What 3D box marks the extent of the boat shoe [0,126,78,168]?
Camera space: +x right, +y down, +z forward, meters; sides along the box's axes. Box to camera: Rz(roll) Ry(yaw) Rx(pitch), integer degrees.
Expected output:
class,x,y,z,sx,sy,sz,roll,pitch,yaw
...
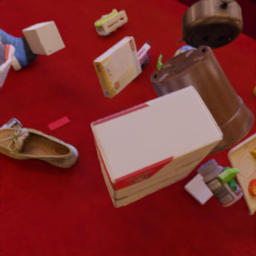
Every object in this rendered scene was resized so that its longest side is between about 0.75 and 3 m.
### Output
class,x,y,z,sx,sy,sz,roll,pitch,yaw
boat shoe,-3.166,0.538,9.391,2.995,0.939,1.098,11,69,2

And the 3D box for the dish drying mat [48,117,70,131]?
class,x,y,z,sx,sy,sz,roll,pitch,yaw
dish drying mat,-2.634,-0.155,10.646,0.795,0.072,0.305,-29,59,-21

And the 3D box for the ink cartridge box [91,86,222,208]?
class,x,y,z,sx,sy,sz,roll,pitch,yaw
ink cartridge box,0.453,0.620,6.183,2.121,2.920,1.217,-21,69,-11

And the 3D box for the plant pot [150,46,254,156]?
class,x,y,z,sx,sy,sz,roll,pitch,yaw
plant pot,1.761,-0.767,7.197,2.151,2.129,2.151,-28,22,12

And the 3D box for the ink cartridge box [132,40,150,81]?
class,x,y,z,sx,sy,sz,roll,pitch,yaw
ink cartridge box,0.572,-2.952,12.194,0.341,0.869,1.836,23,57,16

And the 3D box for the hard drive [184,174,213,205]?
class,x,y,z,sx,sy,sz,roll,pitch,yaw
hard drive,2.501,1.856,9.120,1.158,0.147,0.764,-35,61,-23

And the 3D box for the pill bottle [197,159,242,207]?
class,x,y,z,sx,sy,sz,roll,pitch,yaw
pill bottle,2.452,1.466,7.561,0.665,0.665,1.168,-33,80,-22

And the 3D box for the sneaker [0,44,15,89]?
class,x,y,z,sx,sy,sz,roll,pitch,yaw
sneaker,-3.774,-1.784,7.666,0.972,0.915,2.374,22,21,-28

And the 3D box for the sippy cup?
class,x,y,z,sx,sy,sz,roll,pitch,yaw
sippy cup,2.445,-2.474,11.476,2.218,1.742,1.625,39,39,-23

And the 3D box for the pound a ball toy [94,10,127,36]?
class,x,y,z,sx,sy,sz,roll,pitch,yaw
pound a ball toy,-0.865,-5.292,14.120,1.773,0.753,1.156,-41,38,-25

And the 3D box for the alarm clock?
class,x,y,z,sx,sy,sz,roll,pitch,yaw
alarm clock,2.942,-3.613,9.538,2.016,2.989,0.995,1,72,-5

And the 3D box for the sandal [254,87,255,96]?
class,x,y,z,sx,sy,sz,roll,pitch,yaw
sandal,5.798,-1.148,11.047,0.716,0.654,1.645,-18,57,-18

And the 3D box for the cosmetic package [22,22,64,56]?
class,x,y,z,sx,sy,sz,roll,pitch,yaw
cosmetic package,-3.244,-3.375,10.614,0.791,1.004,1.866,-33,32,-23

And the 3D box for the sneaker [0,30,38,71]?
class,x,y,z,sx,sy,sz,roll,pitch,yaw
sneaker,-5.029,-3.795,12.721,1.403,0.968,2.521,-31,63,-14

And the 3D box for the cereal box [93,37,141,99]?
class,x,y,z,sx,sy,sz,roll,pitch,yaw
cereal box,-0.285,-1.954,9.010,0.352,1.282,1.781,12,44,35

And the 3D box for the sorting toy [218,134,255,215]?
class,x,y,z,sx,sy,sz,roll,pitch,yaw
sorting toy,2.723,1.096,6.232,2.083,0.307,1.540,-21,93,-39

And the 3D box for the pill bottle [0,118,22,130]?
class,x,y,z,sx,sy,sz,roll,pitch,yaw
pill bottle,-4.369,0.116,10.190,0.486,0.486,0.916,28,59,19
